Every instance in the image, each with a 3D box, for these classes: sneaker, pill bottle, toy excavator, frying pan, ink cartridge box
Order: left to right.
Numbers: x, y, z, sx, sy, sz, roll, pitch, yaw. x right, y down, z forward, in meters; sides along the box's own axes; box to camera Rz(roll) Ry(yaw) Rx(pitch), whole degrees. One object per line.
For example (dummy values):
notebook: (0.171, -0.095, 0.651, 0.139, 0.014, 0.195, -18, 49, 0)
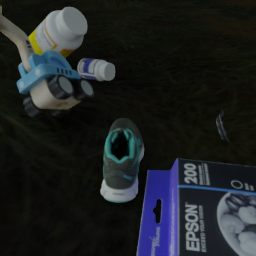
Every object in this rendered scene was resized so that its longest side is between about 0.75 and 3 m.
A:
toy excavator: (-2.721, -1.884, 8.200, 1.453, 2.909, 2.828, -29, -12, 26)
pill bottle: (-2.892, -3.558, 11.204, 2.868, 1.566, 1.566, -20, 18, 44)
pill bottle: (-1.233, -2.269, 10.976, 1.402, 0.811, 0.811, 17, 39, 35)
sneaker: (-0.092, 0.427, 7.048, 1.094, 1.287, 2.821, 0, 36, -1)
ink cartridge box: (1.597, 1.716, 5.890, 2.627, 0.570, 2.602, 3, 36, 7)
frying pan: (2.737, -0.208, 8.260, 0.223, 0.828, 1.368, -19, 53, 23)
